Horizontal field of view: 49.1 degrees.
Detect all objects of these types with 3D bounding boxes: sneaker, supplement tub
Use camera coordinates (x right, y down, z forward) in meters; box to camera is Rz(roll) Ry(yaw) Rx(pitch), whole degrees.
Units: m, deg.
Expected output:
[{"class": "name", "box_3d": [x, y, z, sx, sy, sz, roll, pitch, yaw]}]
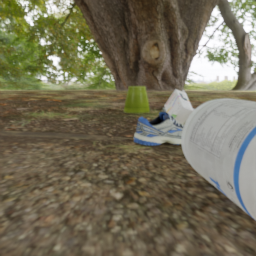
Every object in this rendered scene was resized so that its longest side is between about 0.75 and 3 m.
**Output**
[{"class": "sneaker", "box_3d": [1.231, 0.003, 8.173, 2.152, 0.917, 0.829, -3, 10, -19]}, {"class": "supplement tub", "box_3d": [1.887, 0.383, 4.211, 1.558, 1.558, 2.361, -1, 9, -8]}]

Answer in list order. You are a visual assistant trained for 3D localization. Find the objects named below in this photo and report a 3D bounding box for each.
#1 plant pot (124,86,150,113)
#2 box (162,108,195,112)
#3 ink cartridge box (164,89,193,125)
[{"class": "plant pot", "box_3d": [0.488, -1.632, 15.897, 1.501, 1.445, 1.501, -1, 10, 0]}, {"class": "box", "box_3d": [2.685, -0.873, 14.861, 1.548, 0.319, 1.207, 1, 10, -1]}, {"class": "ink cartridge box", "box_3d": [1.792, -0.795, 10.224, 0.490, 0.853, 1.457, 19, 35, -20]}]
